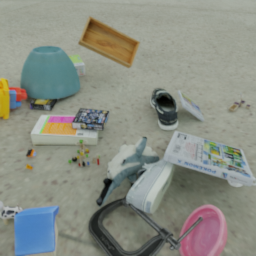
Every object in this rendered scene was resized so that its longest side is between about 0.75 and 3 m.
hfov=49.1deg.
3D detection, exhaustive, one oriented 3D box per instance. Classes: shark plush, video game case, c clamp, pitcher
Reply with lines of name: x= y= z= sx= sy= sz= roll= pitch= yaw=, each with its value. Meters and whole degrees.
shark plush: x=0.055 y=1.355 z=8.703 sx=1.262 sy=1.157 sz=2.778 roll=-26 pitch=13 yaw=37
video game case: x=2.646 y=-0.930 z=11.853 sx=1.252 sy=0.138 sz=1.139 roll=31 pitch=31 yaw=-27
video game case: x=2.531 y=0.859 z=8.998 sx=2.473 sy=0.298 sz=2.713 roll=16 pitch=16 yaw=12
c clamp: x=0.242 y=2.549 z=7.303 sx=2.216 sy=0.351 sz=2.594 roll=-37 pitch=37 yaw=-26
pitcher: x=3.619 y=1.605 z=8.844 sx=0.886 sy=0.537 sz=0.760 roll=-16 pitch=48 yaw=-38

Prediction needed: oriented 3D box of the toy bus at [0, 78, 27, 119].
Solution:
toy bus: x=-5.830 y=-1.492 z=12.129 sx=2.551 sy=1.803 sz=2.657 roll=-5 pitch=32 yaw=-29

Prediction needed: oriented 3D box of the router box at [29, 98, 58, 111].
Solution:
router box: x=-3.804 y=-1.271 z=12.822 sx=0.980 sy=0.326 sz=1.247 roll=4 pitch=37 yaw=5

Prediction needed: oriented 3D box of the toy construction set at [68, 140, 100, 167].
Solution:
toy construction set: x=-1.450 y=0.843 z=9.602 sx=1.011 sy=0.777 sz=0.843 roll=12 pitch=38 yaw=14

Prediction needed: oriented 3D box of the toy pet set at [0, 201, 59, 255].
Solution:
toy pet set: x=-2.889 y=2.688 z=6.635 sx=2.359 sy=1.342 sz=2.526 roll=-4 pitch=37 yaw=-5

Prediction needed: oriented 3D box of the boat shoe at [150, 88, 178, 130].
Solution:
boat shoe: x=1.591 y=-1.094 z=12.075 sx=1.119 sy=0.893 sz=2.960 roll=-8 pitch=36 yaw=-5

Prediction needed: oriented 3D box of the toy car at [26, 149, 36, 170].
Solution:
toy car: x=-3.410 y=1.137 z=9.759 sx=0.291 sy=0.429 sz=0.875 roll=31 pitch=43 yaw=-34

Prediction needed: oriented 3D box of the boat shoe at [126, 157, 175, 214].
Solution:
boat shoe: x=0.748 y=1.440 z=8.356 sx=0.964 sy=0.945 sz=2.708 roll=17 pitch=27 yaw=18

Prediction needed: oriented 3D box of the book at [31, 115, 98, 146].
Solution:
book: x=-2.356 y=0.030 z=10.928 sx=2.373 sy=0.570 sz=1.585 roll=1 pitch=35 yaw=0

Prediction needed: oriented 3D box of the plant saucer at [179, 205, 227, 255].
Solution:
plant saucer: x=1.863 y=2.646 z=6.846 sx=0.380 sy=1.499 sz=1.499 roll=33 pitch=34 yaw=-15

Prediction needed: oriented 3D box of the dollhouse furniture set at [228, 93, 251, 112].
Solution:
dollhouse furniture set: x=4.919 y=-1.091 z=12.310 sx=0.733 sy=0.657 sz=0.926 roll=27 pitch=45 yaw=32

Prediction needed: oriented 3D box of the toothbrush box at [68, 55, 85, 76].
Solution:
toothbrush box: x=-3.089 y=-3.423 z=15.462 sx=1.095 sy=0.647 sz=1.504 roll=-13 pitch=38 yaw=-18

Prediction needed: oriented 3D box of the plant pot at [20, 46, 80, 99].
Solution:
plant pot: x=-3.740 y=-2.775 z=13.261 sx=2.823 sy=1.901 sz=2.823 roll=2 pitch=30 yaw=-1

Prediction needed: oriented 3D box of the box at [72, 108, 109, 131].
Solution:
box: x=-1.434 y=-0.345 z=10.920 sx=1.224 sy=0.306 sz=1.233 roll=6 pitch=31 yaw=4

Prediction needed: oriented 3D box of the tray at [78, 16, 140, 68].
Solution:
tray: x=-0.896 y=-4.100 z=13.568 sx=2.735 sy=1.349 sz=0.506 roll=22 pitch=-9 yaw=-17
